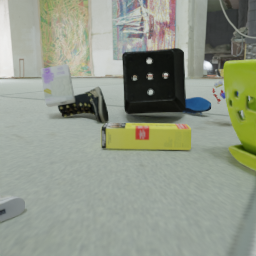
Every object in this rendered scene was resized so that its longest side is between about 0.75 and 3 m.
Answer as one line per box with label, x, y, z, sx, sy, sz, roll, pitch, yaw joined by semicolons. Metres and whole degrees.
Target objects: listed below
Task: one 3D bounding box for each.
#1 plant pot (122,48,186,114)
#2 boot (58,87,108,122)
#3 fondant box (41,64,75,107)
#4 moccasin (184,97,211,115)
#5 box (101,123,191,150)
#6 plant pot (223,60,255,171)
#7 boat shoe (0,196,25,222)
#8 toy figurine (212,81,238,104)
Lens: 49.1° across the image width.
plant pot;0.796;-1.622;9.436;2.256;2.250;2.001;-2;3;10
boot;-1.579;-0.647;9.739;1.622;0.775;2.147;-16;32;-2
fondant box;-2.425;-1.453;9.664;0.942;1.306;0.380;-11;-11;-1
moccasin;2.511;-0.841;10.601;0.538;0.634;1.576;32;-12;-37
box;0.398;0.177;6.387;1.968;0.493;0.741;2;10;4
plant pot;2.983;-0.142;4.570;2.123;1.936;2.133;-5;14;-18
boat shoe;-1.683;0.984;3.304;0.287;0.314;0.872;3;12;42
toy figurine;3.245;-1.003;8.179;1.414;0.746;0.847;-14;27;16
